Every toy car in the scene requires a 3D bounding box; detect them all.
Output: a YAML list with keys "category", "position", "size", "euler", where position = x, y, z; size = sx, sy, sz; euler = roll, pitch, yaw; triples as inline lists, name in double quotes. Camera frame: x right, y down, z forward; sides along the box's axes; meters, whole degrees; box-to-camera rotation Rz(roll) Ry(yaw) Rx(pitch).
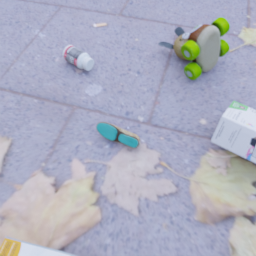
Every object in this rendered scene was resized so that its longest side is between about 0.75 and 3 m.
- category: "toy car"
  position: [2.788, -3.920, 12.848]
  size: [2.280, 2.190, 2.776]
  euler: [-40, 51, -14]

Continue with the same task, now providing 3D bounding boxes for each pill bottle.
- category: "pill bottle"
  position: [-2.280, -3.203, 12.958]
  size: [1.414, 0.783, 0.783]
  euler: [32, 60, 22]

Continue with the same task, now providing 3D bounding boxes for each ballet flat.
- category: "ballet flat"
  position: [-0.347, 0.261, 10.562]
  size: [1.797, 0.634, 0.587]
  euler: [27, 17, 11]

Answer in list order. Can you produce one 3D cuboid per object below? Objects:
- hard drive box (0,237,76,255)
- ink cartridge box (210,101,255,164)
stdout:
- category: "hard drive box"
  position: [-2.377, 4.222, 7.326]
  size: [2.534, 0.973, 1.975]
  euler: [10, 55, 7]
- category: "ink cartridge box"
  position: [4.525, 0.302, 9.719]
  size: [2.686, 1.128, 1.945]
  euler: [28, 32, 19]
